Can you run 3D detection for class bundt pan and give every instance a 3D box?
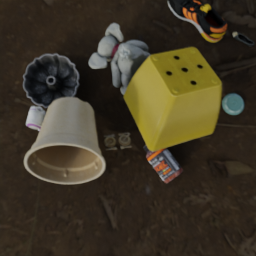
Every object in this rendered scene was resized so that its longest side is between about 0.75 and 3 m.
[{"bbox_3d":[-2.963,-1.756,11.121,2.188,0.821,2.188,0,81,0],"label":"bundt pan"}]

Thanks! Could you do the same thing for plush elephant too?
[{"bbox_3d":[-0.356,-2.746,10.775,1.916,2.475,2.038,39,91,23],"label":"plush elephant"}]

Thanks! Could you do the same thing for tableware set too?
[{"bbox_3d":[-0.414,0.481,10.837,1.049,0.210,0.693,-7,57,-9],"label":"tableware set"}]

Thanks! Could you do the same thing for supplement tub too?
[{"bbox_3d":[1.272,1.230,10.631,0.861,0.861,1.610,-37,80,-5],"label":"supplement tub"}]

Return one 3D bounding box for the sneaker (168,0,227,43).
[{"bbox_3d":[2.850,-4.739,11.305,2.841,1.278,0.994,43,84,6],"label":"sneaker"}]

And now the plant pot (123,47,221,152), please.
[{"bbox_3d":[1.570,-1.147,9.392,2.598,2.292,2.598,-15,60,-17],"label":"plant pot"}]

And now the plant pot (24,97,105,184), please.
[{"bbox_3d":[-2.047,0.324,9.602,2.525,2.525,2.311,-4,52,-1],"label":"plant pot"}]

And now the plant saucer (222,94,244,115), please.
[{"bbox_3d":[4.276,-0.973,11.342,0.897,0.161,0.897,0,82,0],"label":"plant saucer"}]

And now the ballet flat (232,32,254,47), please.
[{"bbox_3d":[4.815,-3.721,11.669,0.985,0.280,0.327,31,83,4],"label":"ballet flat"}]

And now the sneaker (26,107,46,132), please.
[{"bbox_3d":[-3.149,-0.291,10.399,0.648,1.732,0.863,0,78,7],"label":"sneaker"}]
